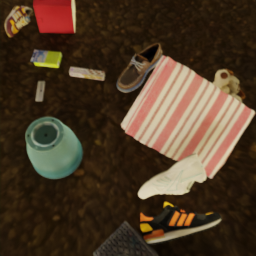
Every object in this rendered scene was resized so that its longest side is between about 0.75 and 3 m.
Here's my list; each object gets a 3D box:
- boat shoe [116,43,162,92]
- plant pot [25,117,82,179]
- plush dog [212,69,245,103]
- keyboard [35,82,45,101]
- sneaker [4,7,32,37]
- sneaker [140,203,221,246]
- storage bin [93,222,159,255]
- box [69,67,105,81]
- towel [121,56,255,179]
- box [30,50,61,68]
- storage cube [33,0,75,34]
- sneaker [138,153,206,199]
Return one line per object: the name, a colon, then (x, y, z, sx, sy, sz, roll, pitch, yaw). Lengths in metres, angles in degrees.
boat shoe: (0.402, -2.396, 10.711, 0.876, 0.878, 2.426, 33, 67, 16)
plant pot: (-2.392, 0.539, 8.795, 1.714, 1.610, 1.714, 0, 63, -1)
plush dog: (3.611, -1.435, 10.291, 1.254, 1.172, 1.461, -28, 93, -29)
keyboard: (-3.354, -1.405, 10.682, 0.253, 0.048, 0.899, 1, 63, -5)
sneaker: (-4.659, -4.578, 11.974, 0.763, 0.635, 1.693, 4, 63, 9)
sneaker: (1.494, 2.621, 8.153, 2.377, 0.831, 1.070, -15, 67, -5)
storage bin: (0.377, 3.756, 7.107, 1.146, 1.652, 2.444, -41, 70, -19)
box: (-1.598, -2.102, 10.906, 1.362, 0.282, 0.263, 9, 63, 4)
towel: (1.587, -0.200, 7.345, 2.995, 0.448, 2.192, 29, 101, -13)
box: (-3.288, -2.778, 11.258, 1.081, 0.258, 0.659, 6, 63, 3)
storage cube: (-3.001, -4.962, 11.649, 1.481, 1.648, 1.408, 0, 62, -7)
sneaker: (1.047, 1.378, 6.891, 1.866, 0.656, 0.748, -35, 79, 22)
